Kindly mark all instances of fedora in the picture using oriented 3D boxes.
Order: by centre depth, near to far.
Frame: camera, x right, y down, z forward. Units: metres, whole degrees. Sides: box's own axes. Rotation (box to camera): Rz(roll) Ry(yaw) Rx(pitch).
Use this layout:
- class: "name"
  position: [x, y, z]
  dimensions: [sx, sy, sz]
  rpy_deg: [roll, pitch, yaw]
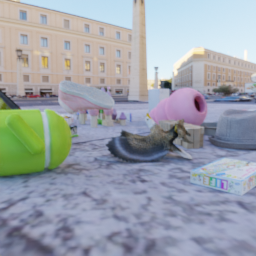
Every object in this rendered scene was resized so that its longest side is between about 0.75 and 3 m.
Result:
- class: "fedora"
  position: [3.750, -0.034, 9.011]
  dimensions: [2.475, 1.117, 2.189]
  rpy_deg: [-5, 9, -34]

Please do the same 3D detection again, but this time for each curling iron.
- class: "curling iron"
  position: [-4.436, -0.828, 11.041]
  dimensions: [0.333, 0.646, 2.607]
  rpy_deg: [-26, -35, 9]

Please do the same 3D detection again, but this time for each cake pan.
- class: "cake pan"
  position: [3.640, 0.033, 11.492]
  dimensions: [1.904, 0.349, 1.904]
  rpy_deg: [0, 8, 0]

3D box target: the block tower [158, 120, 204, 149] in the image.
- class: "block tower"
  position: [1.718, 0.171, 9.362]
  dimensions: [0.629, 0.674, 2.331]
  rpy_deg: [-2, 9, -14]

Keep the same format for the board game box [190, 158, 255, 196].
- class: "board game box"
  position: [1.978, 0.879, 5.367]
  dimensions: [0.958, 0.244, 1.426]
  rpy_deg: [6, 10, 43]

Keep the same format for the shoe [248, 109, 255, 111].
- class: "shoe"
  position: [5.657, -0.402, 12.266]
  dimensions: [2.855, 1.020, 1.299]
  rpy_deg: [3, 10, 42]

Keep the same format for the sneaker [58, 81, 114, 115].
- class: "sneaker"
  position: [-1.163, -0.677, 7.548]
  dimensions: [1.512, 0.790, 0.569]
  rpy_deg: [18, 39, -6]

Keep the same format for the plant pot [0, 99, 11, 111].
- class: "plant pot"
  position: [-6.565, -0.811, 12.725]
  dimensions: [2.020, 2.098, 2.098]
  rpy_deg: [12, 7, 0]

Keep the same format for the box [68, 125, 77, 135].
- class: "box"
  position: [-3.224, 0.148, 10.213]
  dimensions: [2.257, 0.450, 1.545]
  rpy_deg: [2, 8, 18]

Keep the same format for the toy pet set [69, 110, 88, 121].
- class: "toy pet set"
  position: [-3.040, -0.769, 16.342]
  dimensions: [1.239, 0.705, 1.327]
  rpy_deg: [2, 8, 15]

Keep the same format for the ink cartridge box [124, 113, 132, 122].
- class: "ink cartridge box"
  position: [-0.018, -0.599, 15.887]
  dimensions: [0.169, 0.479, 0.803]
  rpy_deg: [-4, 8, -34]

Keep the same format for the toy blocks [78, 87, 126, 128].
- class: "toy blocks"
  position: [-1.236, -1.112, 14.254]
  dimensions: [2.275, 1.915, 2.126]
  rpy_deg: [-4, 8, -29]

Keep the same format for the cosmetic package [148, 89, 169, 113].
- class: "cosmetic package"
  position: [1.619, -1.081, 14.341]
  dimensions: [0.627, 1.830, 2.428]
  rpy_deg: [3, 8, 19]

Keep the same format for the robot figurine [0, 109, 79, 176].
- class: "robot figurine"
  position: [-2.214, 0.284, 5.769]
  dimensions: [2.271, 1.314, 1.993]
  rpy_deg: [-4, -3, -22]

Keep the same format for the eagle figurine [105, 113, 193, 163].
- class: "eagle figurine"
  position: [0.591, 0.319, 7.191]
  dimensions: [1.902, 1.435, 1.443]
  rpy_deg: [-28, -45, 16]

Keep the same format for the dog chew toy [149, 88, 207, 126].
- class: "dog chew toy"
  position: [1.870, -0.582, 11.414]
  dimensions: [1.647, 1.647, 2.645]
  rpy_deg: [-6, -9, -39]

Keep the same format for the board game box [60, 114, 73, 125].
- class: "board game box"
  position: [-4.059, -0.478, 13.961]
  dimensions: [2.370, 0.410, 1.496]
  rpy_deg: [7, 9, -2]
